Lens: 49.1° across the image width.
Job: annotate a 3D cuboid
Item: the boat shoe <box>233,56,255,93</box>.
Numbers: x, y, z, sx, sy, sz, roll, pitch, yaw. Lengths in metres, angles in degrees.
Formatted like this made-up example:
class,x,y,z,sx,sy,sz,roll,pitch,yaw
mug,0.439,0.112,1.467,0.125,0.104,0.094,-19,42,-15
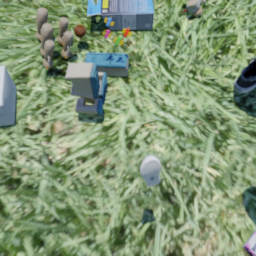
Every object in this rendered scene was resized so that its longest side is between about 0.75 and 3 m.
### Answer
class,x,y,z,sx,sy,sz,roll,pitch,yaw
boat shoe,4.770,-2.206,10.123,2.401,0.820,0.887,-31,63,-18

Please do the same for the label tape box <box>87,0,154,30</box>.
class,x,y,z,sx,sy,sz,roll,pitch,yaw
label tape box,-0.315,-5.106,11.946,2.676,0.885,1.917,-2,57,1

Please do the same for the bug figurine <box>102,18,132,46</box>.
class,x,y,z,sx,sy,sz,roll,pitch,yaw
bug figurine,-0.425,-3.209,9.386,0.998,0.257,0.774,29,84,-13

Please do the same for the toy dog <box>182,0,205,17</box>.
class,x,y,z,sx,sy,sz,roll,pitch,yaw
toy dog,2.786,-5.588,12.303,0.804,1.101,1.670,-8,43,33

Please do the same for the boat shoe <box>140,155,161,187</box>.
class,x,y,z,sx,sy,sz,roll,pitch,yaw
boat shoe,0.433,0.769,5.453,0.406,1.128,0.386,-21,56,3

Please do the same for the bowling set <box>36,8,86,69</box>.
class,x,y,z,sx,sy,sz,roll,pitch,yaw
bowling set,-2.540,-3.276,10.734,1.784,1.376,2.564,-1,54,-23

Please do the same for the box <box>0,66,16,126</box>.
class,x,y,z,sx,sy,sz,roll,pitch,yaw
box,-4.714,-0.959,9.155,1.702,1.118,1.711,-8,58,-5

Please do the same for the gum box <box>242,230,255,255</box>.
class,x,y,z,sx,sy,sz,roll,pitch,yaw
gum box,3.357,2.959,7.188,0.795,0.263,0.451,-39,65,-22

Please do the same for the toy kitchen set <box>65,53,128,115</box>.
class,x,y,z,sx,sy,sz,roll,pitch,yaw
toy kitchen set,-0.865,-1.931,9.174,1.565,2.128,2.657,3,58,3
